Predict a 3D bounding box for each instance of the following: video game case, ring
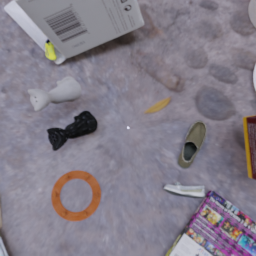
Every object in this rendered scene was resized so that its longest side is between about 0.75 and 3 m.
[{"bbox_3d":[2.562,3.303,7.226,2.534,0.454,2.297,36,77,10],"label":"video game case"},{"bbox_3d":[-1.460,1.882,7.819,1.403,0.135,1.403,0,73,0],"label":"ring"}]

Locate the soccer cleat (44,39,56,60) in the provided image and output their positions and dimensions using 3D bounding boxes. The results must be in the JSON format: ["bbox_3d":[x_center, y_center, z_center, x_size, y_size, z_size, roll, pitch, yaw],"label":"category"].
[{"bbox_3d":[-2.400,-2.425,8.626,0.291,0.377,0.900,-1,47,-29],"label":"soccer cleat"}]

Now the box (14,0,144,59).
[{"bbox_3d":[-1.275,-3.688,7.550,2.715,2.701,1.774,-21,71,8],"label":"box"}]

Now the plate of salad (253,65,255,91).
[{"bbox_3d":[5.316,-1.431,8.495,2.898,0.696,2.898,0,73,-1],"label":"plate of salad"}]

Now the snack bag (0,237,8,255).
[{"bbox_3d":[-4.866,3.008,7.284,2.942,0.315,2.774,-30,80,-1],"label":"snack bag"}]

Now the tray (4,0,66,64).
[{"bbox_3d":[-2.617,-3.449,9.265,1.559,0.322,2.904,-42,78,-10],"label":"tray"}]

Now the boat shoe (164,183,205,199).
[{"bbox_3d":[1.553,1.694,7.741,1.150,0.424,0.369,9,68,-2],"label":"boat shoe"}]

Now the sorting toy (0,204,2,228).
[{"bbox_3d":[-4.318,2.192,7.645,1.561,0.285,1.445,-11,74,-4],"label":"sorting toy"}]

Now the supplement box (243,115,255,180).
[{"bbox_3d":[3.468,0.454,6.130,1.023,1.540,1.519,-8,94,-9],"label":"supplement box"}]

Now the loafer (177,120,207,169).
[{"bbox_3d":[1.894,0.448,8.025,0.574,0.532,1.527,22,75,6],"label":"loafer"}]

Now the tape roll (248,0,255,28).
[{"bbox_3d":[5.241,-4.105,8.801,2.324,1.596,2.324,0,74,0],"label":"tape roll"}]

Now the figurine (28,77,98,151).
[{"bbox_3d":[-1.704,-0.390,7.177,0.720,1.633,1.673,-21,97,31],"label":"figurine"}]
